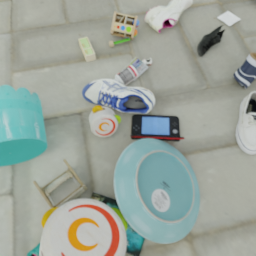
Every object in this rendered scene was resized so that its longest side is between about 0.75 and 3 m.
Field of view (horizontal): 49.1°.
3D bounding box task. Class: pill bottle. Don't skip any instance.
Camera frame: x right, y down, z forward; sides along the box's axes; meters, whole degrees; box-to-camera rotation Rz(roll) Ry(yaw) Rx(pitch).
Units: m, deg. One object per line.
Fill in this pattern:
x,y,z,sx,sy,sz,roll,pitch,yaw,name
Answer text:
-0.145,-1.874,10.528,0.987,0.546,0.546,-36,65,-6,pill bottle

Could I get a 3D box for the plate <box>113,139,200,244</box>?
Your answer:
0.973,1.620,7.768,2.943,0.376,2.943,15,60,-27,plate

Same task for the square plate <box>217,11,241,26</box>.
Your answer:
4.526,-4.902,12.625,0.758,0.109,0.765,-34,64,-18,square plate

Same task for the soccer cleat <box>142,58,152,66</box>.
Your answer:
0.585,-2.560,11.100,0.782,0.333,0.268,-19,61,-12,soccer cleat

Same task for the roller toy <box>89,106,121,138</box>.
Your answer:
-0.835,-0.214,9.213,0.990,0.903,0.692,20,27,-27,roller toy

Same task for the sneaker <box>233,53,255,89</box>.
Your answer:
4.903,-2.143,10.684,2.287,1.241,0.802,-6,51,-39,sneaker

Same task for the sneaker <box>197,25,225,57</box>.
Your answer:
3.401,-3.554,11.427,0.799,0.460,1.533,-5,45,44,sneaker

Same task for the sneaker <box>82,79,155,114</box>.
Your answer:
-0.377,-1.063,9.601,2.600,0.979,1.146,6,23,5,sneaker

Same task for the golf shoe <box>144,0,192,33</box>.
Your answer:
1.931,-4.960,12.324,2.433,0.916,1.113,-30,76,-11,golf shoe

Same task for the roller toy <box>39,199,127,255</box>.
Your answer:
-1.144,2.865,6.759,2.127,1.486,1.940,13,46,-10,roller toy

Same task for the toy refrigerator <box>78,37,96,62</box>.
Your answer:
-1.689,-3.237,11.481,0.405,0.373,1.067,-18,61,-11,toy refrigerator

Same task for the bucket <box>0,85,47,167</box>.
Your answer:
-3.668,0.054,8.353,2.510,2.510,1.633,-16,71,-9,bucket

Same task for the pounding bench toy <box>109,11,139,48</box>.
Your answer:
-0.168,-3.932,11.574,1.066,0.849,1.367,12,102,-3,pounding bench toy

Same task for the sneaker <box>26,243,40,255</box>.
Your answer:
-2.174,3.818,7.045,1.055,0.731,1.748,-24,56,-18,sneaker

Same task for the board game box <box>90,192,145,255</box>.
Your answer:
-0.371,2.717,7.989,1.882,0.265,1.273,17,61,10,board game box

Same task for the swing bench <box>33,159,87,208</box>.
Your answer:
-1.951,1.775,8.254,1.140,0.744,1.146,-36,66,-17,swing bench

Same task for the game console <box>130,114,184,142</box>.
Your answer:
0.926,-0.053,9.198,1.670,0.991,1.439,3,57,1,game console

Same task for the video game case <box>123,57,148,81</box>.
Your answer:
0.277,-2.309,10.951,0.781,0.086,0.711,-44,67,0,video game case

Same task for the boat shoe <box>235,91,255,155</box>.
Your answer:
4.201,-0.227,9.461,0.819,0.748,2.275,15,60,9,boat shoe
